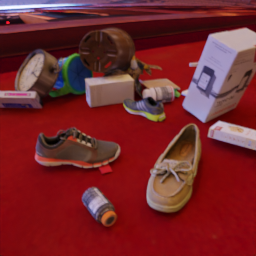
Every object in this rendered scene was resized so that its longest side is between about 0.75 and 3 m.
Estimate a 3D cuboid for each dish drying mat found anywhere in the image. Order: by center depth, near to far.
[{"bbox_3d":[-0.714,1.050,7.901,0.305,0.072,0.795,-12,31,-21],"label":"dish drying mat"}]

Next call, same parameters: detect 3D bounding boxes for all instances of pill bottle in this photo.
[{"bbox_3d":[-0.624,1.768,6.223,0.486,0.486,0.916,-18,35,-29],"label":"pill bottle"},{"bbox_3d":[1.232,-1.337,11.479,1.168,0.665,0.665,-9,31,-14],"label":"pill bottle"}]

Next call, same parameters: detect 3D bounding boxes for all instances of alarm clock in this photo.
[{"bbox_3d":[-3.449,-2.133,11.218,2.989,2.016,0.995,-10,-26,42],"label":"alarm clock"}]

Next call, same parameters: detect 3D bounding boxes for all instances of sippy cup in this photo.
[{"bbox_3d":[-2.717,-2.355,12.449,1.625,1.742,2.218,6,16,33],"label":"sippy cup"}]

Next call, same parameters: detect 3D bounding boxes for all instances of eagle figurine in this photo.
[{"bbox_3d":[0.132,-2.292,12.296,1.767,1.757,2.328,-5,38,39],"label":"eagle figurine"}]

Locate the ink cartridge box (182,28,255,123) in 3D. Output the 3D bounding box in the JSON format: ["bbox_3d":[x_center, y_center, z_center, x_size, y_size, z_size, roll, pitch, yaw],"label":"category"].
[{"bbox_3d":[3.421,-1.836,10.007,2.121,2.920,1.217,-22,52,-33],"label":"ink cartridge box"}]

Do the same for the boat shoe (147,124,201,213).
[{"bbox_3d":[1.239,0.918,7.241,1.098,0.939,2.995,11,31,18],"label":"boat shoe"}]

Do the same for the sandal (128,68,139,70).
[{"bbox_3d":[-0.060,-3.376,15.128,1.645,0.654,0.716,-6,26,-13],"label":"sandal"}]

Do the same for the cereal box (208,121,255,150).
[{"bbox_3d":[3.534,0.252,8.734,1.781,0.352,1.282,17,19,27],"label":"cereal box"}]

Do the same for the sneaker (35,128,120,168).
[{"bbox_3d":[-1.369,0.489,7.755,2.374,0.972,0.915,-2,26,-14],"label":"sneaker"}]

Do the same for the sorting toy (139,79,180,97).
[{"bbox_3d":[1.512,-1.787,12.629,1.540,0.307,2.083,-4,26,-16],"label":"sorting toy"}]

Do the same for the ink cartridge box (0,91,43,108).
[{"bbox_3d":[-4.342,-1.076,10.849,1.836,0.869,0.341,-1,68,1],"label":"ink cartridge box"}]

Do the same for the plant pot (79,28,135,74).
[{"bbox_3d":[-0.958,-3.236,11.894,2.151,2.151,2.129,7,15,12],"label":"plant pot"}]

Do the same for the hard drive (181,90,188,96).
[{"bbox_3d":[3.019,-1.415,12.137,0.764,0.147,1.158,-24,38,-36],"label":"hard drive"}]

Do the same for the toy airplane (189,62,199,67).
[{"bbox_3d":[4.730,-3.185,13.977,2.519,1.785,2.530,1,-6,-42],"label":"toy airplane"}]

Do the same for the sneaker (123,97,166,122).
[{"bbox_3d":[0.608,-0.873,10.572,1.859,0.753,0.687,20,35,31],"label":"sneaker"}]

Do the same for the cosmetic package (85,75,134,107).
[{"bbox_3d":[-0.746,-1.530,11.479,1.866,1.004,0.791,-9,32,-18],"label":"cosmetic package"}]
